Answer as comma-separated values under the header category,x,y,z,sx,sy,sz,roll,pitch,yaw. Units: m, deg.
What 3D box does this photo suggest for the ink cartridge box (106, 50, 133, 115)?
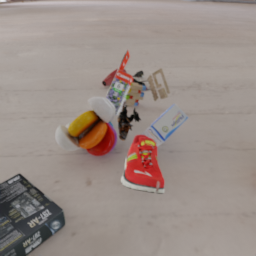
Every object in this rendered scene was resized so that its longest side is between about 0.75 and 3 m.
category,x,y,z,sx,sy,sz,roll,pitch,yaw
ink cartridge box,-0.260,-1.840,11.862,0.666,2.643,1.440,25,4,1

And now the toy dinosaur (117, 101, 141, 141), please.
category,x,y,z,sx,sy,sz,roll,pitch,yaw
toy dinosaur,-0.164,-0.330,10.985,0.808,1.074,1.582,-10,72,-32

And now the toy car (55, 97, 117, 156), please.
category,x,y,z,sx,sy,sz,roll,pitch,yaw
toy car,-1.204,0.128,10.114,2.168,1.858,2.478,-42,2,6

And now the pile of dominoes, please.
category,x,y,z,sx,sy,sz,roll,pitch,yaw
pile of dominoes,1.429,-1.961,12.921,0.206,1.295,1.010,-15,-4,-44

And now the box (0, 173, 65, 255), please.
category,x,y,z,sx,sy,sz,roll,pitch,yaw
box,-3.484,2.605,7.373,2.288,0.622,2.857,25,40,33

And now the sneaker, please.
category,x,y,z,sx,sy,sz,roll,pitch,yaw
sneaker,0.374,0.827,7.375,1.038,1.144,2.695,10,13,-9

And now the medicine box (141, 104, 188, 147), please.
category,x,y,z,sx,sy,sz,roll,pitch,yaw
medicine box,1.277,-0.014,10.262,0.744,1.445,1.316,47,67,3

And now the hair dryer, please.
category,x,y,z,sx,sy,sz,roll,pitch,yaw
hair dryer,-0.134,-2.728,15.586,2.716,0.738,2.068,-8,35,-10

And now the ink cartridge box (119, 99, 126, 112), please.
category,x,y,z,sx,sy,sz,roll,pitch,yaw
ink cartridge box,-0.513,-1.090,12.995,0.821,0.723,0.184,14,38,17

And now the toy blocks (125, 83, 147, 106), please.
category,x,y,z,sx,sy,sz,roll,pitch,yaw
toy blocks,0.329,-1.601,13.432,0.953,1.393,0.696,6,34,-16
